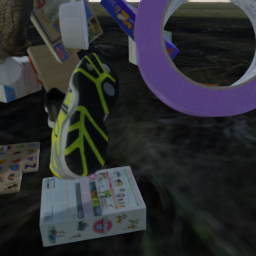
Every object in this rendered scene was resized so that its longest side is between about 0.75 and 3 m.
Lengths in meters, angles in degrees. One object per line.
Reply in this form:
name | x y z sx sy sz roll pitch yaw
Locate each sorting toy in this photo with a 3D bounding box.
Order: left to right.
sorting toy | -2.779 -2.236 11.060 0.694 1.983 1.995 -22 4 44

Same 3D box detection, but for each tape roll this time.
tape roll | 1.508 -1.589 4.957 2.788 2.788 0.915 1 1 3

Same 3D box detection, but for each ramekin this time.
ramekin | -1.182 -2.235 6.139 0.495 1.015 1.015 -4 27 -3

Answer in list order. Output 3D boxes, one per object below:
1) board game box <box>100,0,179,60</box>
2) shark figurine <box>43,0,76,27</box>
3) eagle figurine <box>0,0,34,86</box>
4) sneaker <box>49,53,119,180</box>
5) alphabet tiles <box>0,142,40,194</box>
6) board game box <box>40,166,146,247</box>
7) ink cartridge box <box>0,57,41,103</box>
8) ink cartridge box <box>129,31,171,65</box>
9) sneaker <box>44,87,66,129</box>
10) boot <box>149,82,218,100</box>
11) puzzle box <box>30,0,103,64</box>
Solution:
board game box | 0.308 -2.843 7.854 1.478 0.492 2.199 13 36 -50
shark figurine | -1.537 -3.103 6.425 1.901 0.793 1.136 -28 33 28
eagle figurine | -3.325 -2.430 6.629 1.875 2.484 1.885 19 61 -6
sneaker | -0.762 -0.270 4.406 0.876 0.864 2.293 -26 40 40
alphabet tiles | -2.984 0.916 6.553 1.700 0.077 2.034 -6 27 -12
board game box | -0.661 1.361 5.118 1.728 0.555 1.275 -7 28 -10
ink cartridge box | -4.545 -1.953 10.911 1.306 1.312 1.789 13 28 26
ink cartridge box | 1.086 -4.238 14.842 1.102 1.914 2.623 -12 29 -23
sneaker | -2.288 -0.858 8.990 0.784 1.067 2.359 -7 27 -16
boot | 2.245 -1.826 11.136 2.681 0.918 2.524 4 26 6
puzzle box | -1.960 -3.416 8.013 1.750 2.631 0.334 -42 43 -14
